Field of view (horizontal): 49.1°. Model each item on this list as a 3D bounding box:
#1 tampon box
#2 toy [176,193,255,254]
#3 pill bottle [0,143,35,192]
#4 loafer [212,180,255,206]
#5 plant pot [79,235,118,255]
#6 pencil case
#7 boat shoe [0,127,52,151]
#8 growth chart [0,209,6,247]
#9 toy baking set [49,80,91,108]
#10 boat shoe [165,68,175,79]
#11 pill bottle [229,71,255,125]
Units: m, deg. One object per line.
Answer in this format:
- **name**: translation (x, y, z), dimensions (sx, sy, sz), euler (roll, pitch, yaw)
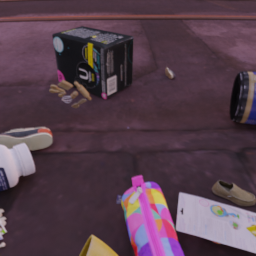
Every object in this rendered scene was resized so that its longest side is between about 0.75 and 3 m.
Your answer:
- **tampon box**: translation (-1.400, -2.721, 11.317), dimensions (2.760, 2.068, 1.742), euler (22, 39, 30)
- **toy**: translation (1.845, 1.996, 5.622), dimensions (1.787, 0.422, 1.029), euler (11, 31, 8)
- **pill bottle**: translation (-3.237, 1.028, 6.514), dimensions (1.901, 1.056, 1.056), euler (-20, 38, -28)
- **loafer**: translation (2.443, 1.498, 6.455), dimensions (0.982, 0.331, 0.373), euler (14, 36, 20)
- **plant pot**: translation (-0.413, 2.501, 4.211), dimensions (0.985, 1.388, 1.388), euler (26, 35, -2)
- **pencil case**: translation (0.453, 2.002, 5.124), dimensions (1.015, 1.015, 2.296), euler (-7, 34, -10)
- **boat shoe**: translation (-3.130, 0.344, 7.928), dimensions (1.916, 0.682, 0.600), euler (-9, 31, -17)
- **growth chart**: translation (-2.909, 2.105, 5.705), dimensions (0.836, 0.102, 1.156), euler (-16, 38, -24)
- **toy baking set**: translation (-1.812, -1.092, 9.001), dimensions (1.194, 1.555, 0.181), euler (-2, 65, 26)
- **boat shoe**: translation (1.891, -2.441, 12.558), dimensions (0.266, 0.296, 0.822), euler (-1, 34, -15)
- **pill bottle**: translation (4.883, -0.828, 8.805), dimensions (2.975, 1.664, 1.664), euler (7, 34, 10)
